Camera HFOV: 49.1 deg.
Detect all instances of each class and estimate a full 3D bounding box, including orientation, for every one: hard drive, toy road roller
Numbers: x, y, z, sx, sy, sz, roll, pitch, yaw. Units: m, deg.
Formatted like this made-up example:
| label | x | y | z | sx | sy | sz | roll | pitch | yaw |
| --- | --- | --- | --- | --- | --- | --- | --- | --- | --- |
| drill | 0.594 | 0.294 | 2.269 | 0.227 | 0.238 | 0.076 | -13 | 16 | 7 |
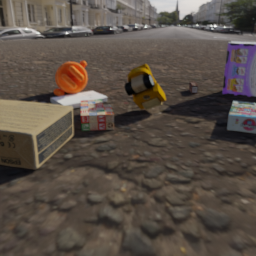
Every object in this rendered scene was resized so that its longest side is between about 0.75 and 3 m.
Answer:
| label | x | y | z | sx | sy | sz | roll | pitch | yaw |
| --- | --- | --- | --- | --- | --- | --- | --- | --- | --- |
| hard drive | -2.140 | -1.214 | 12.193 | 2.057 | 0.274 | 1.357 | -15 | 26 | -33 |
| toy road roller | 0.653 | -1.644 | 10.848 | 1.067 | 1.736 | 1.267 | -18 | 51 | 23 |

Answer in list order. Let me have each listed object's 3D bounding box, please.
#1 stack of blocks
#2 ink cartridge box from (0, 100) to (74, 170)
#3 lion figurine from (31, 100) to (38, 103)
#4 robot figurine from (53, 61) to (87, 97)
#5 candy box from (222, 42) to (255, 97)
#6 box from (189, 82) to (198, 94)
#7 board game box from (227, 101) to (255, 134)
| label | x | y | z | sx | sy | sz | roll | pitch | yaw |
| --- | --- | --- | --- | --- | --- | --- | --- | --- | --- |
| stack of blocks | -1.146 | -0.506 | 10.059 | 1.084 | 0.551 | 1.882 | -4 | 22 | -9 |
| ink cartridge box | -3.294 | 0.055 | 7.990 | 2.828 | 1.062 | 2.329 | 6 | 22 | 14 |
| lion figurine | -4.088 | -0.992 | 11.729 | 0.493 | 0.291 | 0.804 | -8 | 8 | -1 |
| robot figurine | -2.714 | -2.321 | 13.138 | 1.436 | 1.772 | 2.463 | 3 | 8 | -16 |
| candy box | 6.011 | -2.680 | 12.949 | 2.869 | 2.407 | 1.026 | 10 | 24 | 23 |
| box | 3.250 | -2.000 | 13.947 | 0.315 | 0.421 | 0.840 | 0 | 23 | 2 |
| board game box | 4.246 | -0.379 | 9.742 | 1.344 | 0.585 | 1.821 | 9 | 24 | 22 |
